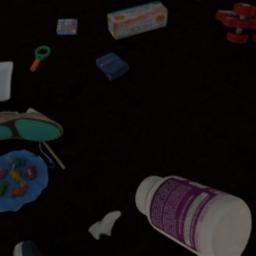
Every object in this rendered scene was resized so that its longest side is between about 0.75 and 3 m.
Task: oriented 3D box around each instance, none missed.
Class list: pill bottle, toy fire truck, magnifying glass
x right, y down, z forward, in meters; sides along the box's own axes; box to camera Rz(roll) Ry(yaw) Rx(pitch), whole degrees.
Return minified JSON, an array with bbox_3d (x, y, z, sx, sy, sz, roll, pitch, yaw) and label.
[{"bbox_3d":[1.322,1.919,6.464,1.422,1.422,2.533,-39,26,-25],"label":"pill bottle"},{"bbox_3d":[5.299,-4.693,12.201,2.591,1.453,2.176,4,35,2],"label":"toy fire truck"},{"bbox_3d":[-3.653,-2.855,11.483,0.592,0.166,1.487,8,55,6],"label":"magnifying glass"}]

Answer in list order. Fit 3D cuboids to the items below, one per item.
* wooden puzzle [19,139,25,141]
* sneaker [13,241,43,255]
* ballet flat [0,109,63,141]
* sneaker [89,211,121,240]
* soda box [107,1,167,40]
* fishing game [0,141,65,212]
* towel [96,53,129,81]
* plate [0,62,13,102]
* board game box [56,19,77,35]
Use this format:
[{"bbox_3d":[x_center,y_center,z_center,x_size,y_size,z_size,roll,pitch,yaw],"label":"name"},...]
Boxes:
[{"bbox_3d":[-3.259,0.154,9.304,0.801,0.056,0.475,-14,54,-10],"label":"wooden puzzle"},{"bbox_3d":[-1.005,3.337,6.138,2.145,1.128,2.968,-35,70,-11],"label":"sneaker"},{"bbox_3d":[-3.478,-0.167,8.957,2.944,1.002,0.990,0,43,3],"label":"ballet flat"},{"bbox_3d":[-0.536,2.580,7.360,0.938,0.365,0.466,-35,67,-13],"label":"sneaker"},{"bbox_3d":[0.412,-4.813,12.516,2.601,0.827,0.889,-20,56,-15],"label":"soda box"},{"bbox_3d":[-3.368,1.447,8.106,2.885,0.448,2.066,-28,55,-21],"label":"fishing game"},{"bbox_3d":[-0.620,-2.385,10.731,0.885,0.385,1.584,-28,38,-9],"label":"towel"},{"bbox_3d":[-5.354,-1.578,10.418,2.063,0.333,2.059,-9,54,-6],"label":"plate"},{"bbox_3d":[-2.771,-4.585,12.713,0.845,0.236,0.828,-2,53,-2],"label":"board game box"}]
